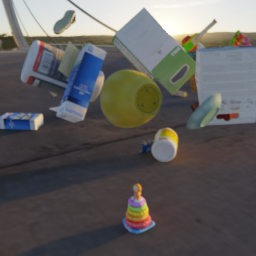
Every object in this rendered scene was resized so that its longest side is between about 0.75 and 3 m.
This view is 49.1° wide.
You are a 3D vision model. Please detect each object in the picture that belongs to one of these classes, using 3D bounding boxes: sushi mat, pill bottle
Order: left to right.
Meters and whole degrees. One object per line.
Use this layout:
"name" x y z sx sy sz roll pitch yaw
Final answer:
"pill bottle" -2.327 -1.925 10.104 2.631 1.524 1.524 19 11 -28
"sushi mat" -1.841 -2.114 8.751 0.066 1.091 0.522 2 -22 35
"pill bottle" 1.300 0.526 9.775 0.812 0.812 1.486 4 21 11

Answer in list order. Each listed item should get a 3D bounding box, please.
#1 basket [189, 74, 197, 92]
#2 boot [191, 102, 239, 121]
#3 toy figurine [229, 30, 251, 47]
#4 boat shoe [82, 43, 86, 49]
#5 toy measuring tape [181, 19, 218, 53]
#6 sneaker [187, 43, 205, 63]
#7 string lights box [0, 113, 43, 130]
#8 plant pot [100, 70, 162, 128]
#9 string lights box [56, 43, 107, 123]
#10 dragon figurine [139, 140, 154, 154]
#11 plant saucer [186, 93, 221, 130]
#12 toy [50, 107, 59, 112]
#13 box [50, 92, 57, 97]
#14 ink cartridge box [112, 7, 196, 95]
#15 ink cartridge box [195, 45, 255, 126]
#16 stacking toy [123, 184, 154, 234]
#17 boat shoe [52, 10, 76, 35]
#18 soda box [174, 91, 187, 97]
"basket" 3.051 -1.925 11.067 1.120 0.799 0.834 2 61 -18
"boot" 2.841 -0.984 9.406 1.506 0.655 1.811 -13 63 -2
"toy figurine" 4.625 -3.465 11.328 0.605 0.806 0.742 -11 35 -30
"boat shoe" -1.969 -3.768 13.664 0.312 0.332 0.923 9 41 -50
"toy measuring tape" 2.578 -3.431 10.613 1.746 0.642 0.642 -43 18 11
"sneaker" 2.941 -3.006 11.968 0.901 1.059 2.322 22 26 -31
"string lights box" -4.736 -0.286 12.370 1.676 0.494 0.861 2 21 5
"plant pot" 0.240 -0.802 7.844 1.725 1.725 1.224 -11 11 -27
"string lights box" -1.509 -1.366 8.856 0.673 2.281 1.172 22 -11 -22
"dragon figurine" 0.687 0.654 9.726 0.834 0.415 0.246 -20 9 43
"plant saucer" 1.921 -0.330 6.850 1.152 1.152 0.222 -19 55 -41
"toy" -3.207 -0.761 13.901 1.368 0.323 0.788 16 23 39
"box" -2.647 -2.165 12.164 1.876 0.641 0.771 -29 30 14
"ink cartridge box" 0.952 -2.602 9.920 1.492 2.874 0.852 -45 3 -9
"ink cartridge box" 2.944 -1.243 8.331 1.827 2.247 0.641 -3 27 1
"stacking toy" 0.207 1.731 6.209 0.582 1.061 0.616 -13 21 -32
"boat shoe" -2.497 -4.115 11.180 0.552 0.519 1.536 18 53 8
"soda box" 3.299 -2.165 17.699 0.252 0.267 0.787 -18 27 -40
